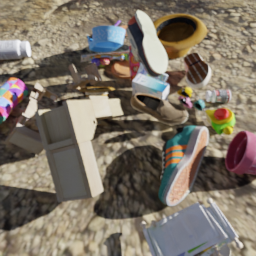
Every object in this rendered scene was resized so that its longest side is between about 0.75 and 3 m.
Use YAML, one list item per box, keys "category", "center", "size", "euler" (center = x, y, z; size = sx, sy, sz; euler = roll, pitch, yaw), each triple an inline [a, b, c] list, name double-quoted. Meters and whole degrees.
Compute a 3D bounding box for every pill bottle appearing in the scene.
- category: "pill bottle"
  center: [-5.247, -3.531, 12.692]
  size: [1.432, 0.812, 0.812]
  euler: [-3, 46, -4]
- category: "pill bottle"
  center: [3.406, -1.190, 10.616]
  size: [0.838, 0.485, 0.485]
  euler: [-1, 45, -2]

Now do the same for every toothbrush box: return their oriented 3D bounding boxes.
- category: "toothbrush box"
  center: [0.815, -1.330, 10.421]
  size: [1.278, 0.936, 0.545]
  euler: [25, 54, 21]

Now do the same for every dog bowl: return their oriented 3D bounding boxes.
- category: "dog bowl"
  center: [-1.001, -3.802, 12.212]
  size: [1.389, 0.618, 2.492]
  euler: [0, 3, -19]

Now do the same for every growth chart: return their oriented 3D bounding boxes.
- category: "growth chart"
  center: [1.354, 2.479, 6.385]
  size: [2.045, 0.181, 1.480]
  euler: [-24, 45, 8]

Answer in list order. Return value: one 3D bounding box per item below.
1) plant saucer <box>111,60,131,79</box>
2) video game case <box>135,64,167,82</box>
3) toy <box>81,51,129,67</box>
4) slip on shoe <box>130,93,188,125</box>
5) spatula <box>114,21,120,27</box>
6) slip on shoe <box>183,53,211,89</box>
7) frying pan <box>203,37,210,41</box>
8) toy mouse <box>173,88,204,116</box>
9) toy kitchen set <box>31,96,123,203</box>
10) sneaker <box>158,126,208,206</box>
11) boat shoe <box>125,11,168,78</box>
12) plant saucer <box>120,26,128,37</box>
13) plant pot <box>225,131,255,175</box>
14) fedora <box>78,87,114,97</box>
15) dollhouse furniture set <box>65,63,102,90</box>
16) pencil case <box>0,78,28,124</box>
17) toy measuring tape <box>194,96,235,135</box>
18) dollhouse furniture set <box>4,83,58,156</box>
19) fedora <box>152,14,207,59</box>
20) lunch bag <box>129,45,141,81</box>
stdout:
- category: "plant saucer"
  center: [-0.078, -2.589, 12.190]
  size: [1.332, 0.215, 1.332]
  euler: [0, 46, 0]
- category: "video game case"
  center: [0.870, -1.923, 10.954]
  size: [1.129, 0.808, 0.102]
  euler: [26, 30, 5]
- category: "toy"
  center: [-1.005, -2.921, 12.146]
  size: [2.018, 1.162, 0.476]
  euler: [-11, 91, -10]
- category: "slip on shoe"
  center: [1.084, -0.694, 9.572]
  size: [2.061, 0.624, 0.784]
  euler: [24, 76, 1]
- category: "spatula"
  center: [-0.661, -4.804, 13.870]
  size: [0.249, 0.684, 2.421]
  euler: [38, 29, -25]
- category: "slip on shoe"
  center: [2.735, -2.146, 11.118]
  size: [0.968, 0.771, 2.547]
  euler: [-23, 33, 13]
- category: "frying pan"
  center: [3.359, -4.731, 14.272]
  size: [1.610, 0.262, 0.974]
  euler: [11, 48, 7]
- category: "toy mouse"
  center: [2.130, -0.898, 9.372]
  size: [0.281, 1.291, 1.452]
  euler: [-52, 26, -10]
- category: "toy kitchen set"
  center: [-1.601, 0.584, 8.642]
  size: [2.333, 2.580, 2.860]
  euler: [-15, 0, 26]
- category: "sneaker"
  center: [1.420, 1.030, 8.229]
  size: [1.080, 0.965, 2.703]
  euler: [5, 48, 40]
- category: "boat shoe"
  center: [0.564, -2.871, 9.977]
  size: [1.062, 0.933, 2.984]
  euler: [11, 52, -38]
- category: "plant saucer"
  center: [-0.126, -5.099, 14.692]
  size: [1.074, 0.173, 1.074]
  euler: [0, 45, 0]
- category: "plant pot"
  center: [3.663, 0.847, 8.187]
  size: [1.139, 1.272, 1.272]
  euler: [20, 47, -1]
- category: "fedora"
  center: [-1.160, -1.193, 10.343]
  size: [1.433, 0.584, 1.433]
  euler: [-1, 12, 0]
- category: "dollhouse furniture set"
  center: [-1.812, -1.956, 10.518]
  size: [0.878, 0.750, 1.694]
  euler: [-23, 1, 22]
- category: "pencil case"
  center: [-4.495, -0.839, 9.924]
  size: [0.989, 0.989, 2.238]
  euler: [13, 45, 12]
- category: "toy measuring tape"
  center: [3.095, -0.534, 9.781]
  size: [0.827, 0.827, 2.248]
  euler: [-9, 39, -9]
- category: "dollhouse furniture set"
  center: [-3.147, -0.221, 9.411]
  size: [1.061, 1.242, 2.397]
  euler: [30, 39, -24]
- category: "fedora"
  center: [2.178, -4.099, 12.977]
  size: [2.910, 1.187, 2.910]
  euler: [-4, 53, 5]
- category: "lunch bag"
  center: [0.740, -2.589, 11.213]
  size: [1.395, 1.584, 0.649]
  euler: [-6, 34, -2]
